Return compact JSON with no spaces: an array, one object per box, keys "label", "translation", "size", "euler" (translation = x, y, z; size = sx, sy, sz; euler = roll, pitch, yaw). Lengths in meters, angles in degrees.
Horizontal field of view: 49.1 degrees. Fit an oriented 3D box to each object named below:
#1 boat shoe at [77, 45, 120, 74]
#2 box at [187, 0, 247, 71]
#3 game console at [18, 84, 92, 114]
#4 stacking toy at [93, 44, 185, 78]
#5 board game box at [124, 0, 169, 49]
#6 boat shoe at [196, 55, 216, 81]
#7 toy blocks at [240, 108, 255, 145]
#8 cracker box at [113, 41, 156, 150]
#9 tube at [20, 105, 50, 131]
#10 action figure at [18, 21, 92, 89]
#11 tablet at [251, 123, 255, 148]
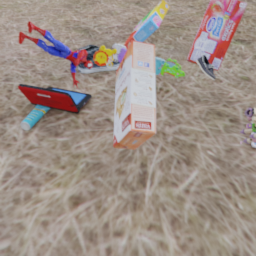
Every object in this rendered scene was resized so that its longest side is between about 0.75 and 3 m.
[{"label":"boat shoe","translation":[-1.275,-3.640,14.402],"size":[2.715,1.232,0.961],"euler":[-15,41,-18]},{"label":"box","translation":[3.235,-3.509,10.489],"size":[1.244,2.496,1.192],"euler":[21,15,5]},{"label":"game console","translation":[-2.985,-1.531,11.736],"size":[2.312,1.992,1.372],"euler":[11,67,14]},{"label":"stacking toy","translation":[0.428,-1.996,8.701],"size":[2.623,0.616,1.978],"euler":[16,20,4]},{"label":"board game box","translation":[0.782,-4.197,11.517],"size":[0.428,1.624,2.122],"euler":[42,44,-18]},{"label":"boat shoe","translation":[2.276,-1.743,8.018],"size":[0.362,0.312,0.996],"euler":[23,33,-36]},{"label":"toy blocks","translation":[3.532,0.004,8.021],"size":[0.979,0.824,0.915],"euler":[12,75,-32]},{"label":"cracker box","translation":[0.141,-0.823,7.740],"size":[0.732,1.699,2.537],"euler":[6,70,-15]},{"label":"tube","translation":[-3.721,-0.469,11.185],"size":[0.592,0.385,1.530],"euler":[18,36,2]},{"label":"action figure","translation":[-2.313,-2.418,9.880],"size":[2.858,0.933,1.415],"euler":[14,54,-47]},{"label":"tablet","translation":[5.788,0.457,10.127],"size":[2.509,0.171,1.633],"euler":[13,40,15]}]
